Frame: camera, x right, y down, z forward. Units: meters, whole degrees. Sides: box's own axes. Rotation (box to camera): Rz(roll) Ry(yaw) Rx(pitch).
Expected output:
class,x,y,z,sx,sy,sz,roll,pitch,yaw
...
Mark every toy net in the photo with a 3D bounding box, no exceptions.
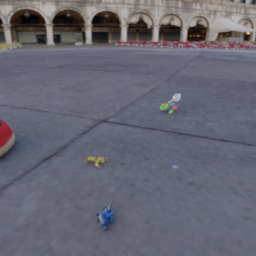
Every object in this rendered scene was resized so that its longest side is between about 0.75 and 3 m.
class,x,y,z,sx,sy,sz,roll,pitch,yaw
toy net,2.167,-1.242,13.544,0.708,0.261,1.349,16,58,47

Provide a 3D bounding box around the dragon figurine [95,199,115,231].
class,x,y,z,sx,sy,sz,roll,pitch,yaw
dragon figurine,-0.424,1.897,6.058,0.409,0.242,0.822,12,24,29

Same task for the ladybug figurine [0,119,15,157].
class,x,y,z,sx,sy,sz,roll,pitch,yaw
ladybug figurine,-4.778,0.342,9.097,1.885,0.999,2.776,-1,21,-3

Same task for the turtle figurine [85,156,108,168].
class,x,y,z,sx,sy,sz,roll,pitch,yaw
turtle figurine,-0.977,0.979,8.461,0.615,0.246,0.763,5,19,15
